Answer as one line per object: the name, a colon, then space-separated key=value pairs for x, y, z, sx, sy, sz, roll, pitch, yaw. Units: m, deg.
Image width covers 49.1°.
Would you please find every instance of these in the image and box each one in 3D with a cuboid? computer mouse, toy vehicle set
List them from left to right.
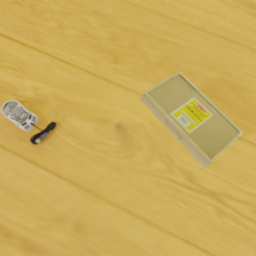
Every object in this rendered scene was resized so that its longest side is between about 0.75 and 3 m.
computer mouse: x=-3.213 y=-0.248 z=8.903 sx=1.751 sy=0.384 sz=0.960 roll=36 pitch=77 yaw=7
toy vehicle set: x=1.482 y=-0.276 z=6.573 sx=1.358 sy=0.290 sz=2.185 roll=-32 pitch=72 yaw=-32
